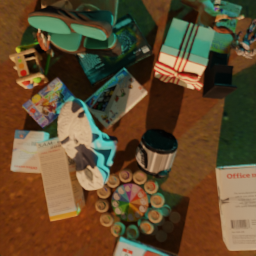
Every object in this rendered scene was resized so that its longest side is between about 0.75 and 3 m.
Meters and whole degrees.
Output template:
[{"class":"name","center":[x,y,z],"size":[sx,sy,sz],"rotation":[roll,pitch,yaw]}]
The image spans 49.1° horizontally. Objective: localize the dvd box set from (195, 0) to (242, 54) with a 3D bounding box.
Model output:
[{"class":"dvd box set","center":[3.188,-3.700,10.264],"size":[1.451,0.292,1.984],"rotation":[16,84,2]}]

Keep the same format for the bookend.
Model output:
[{"class":"bookend","center":[3.082,-1.901,9.434],"size":[0.723,1.560,1.570],"rotation":[5,83,2]}]

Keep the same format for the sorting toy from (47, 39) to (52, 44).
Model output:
[{"class":"sorting toy","center":[-2.648,-3.238,10.176],"size":[0.819,0.395,0.139],"rotation":[13,50,4]}]

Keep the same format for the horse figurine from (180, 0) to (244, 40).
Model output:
[{"class":"horse figurine","center":[2.943,-4.061,9.757],"size":[1.585,0.597,2.392],"rotation":[-12,62,-7]}]

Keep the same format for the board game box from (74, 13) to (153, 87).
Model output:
[{"class":"board game box","center":[-0.620,-2.828,10.137],"size":[2.524,0.355,1.707],"rotation":[-29,85,-3]}]

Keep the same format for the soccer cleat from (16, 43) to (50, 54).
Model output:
[{"class":"soccer cleat","center":[-3.430,-2.885,10.182],"size":[1.255,0.406,0.525],"rotation":[-3,43,9]}]

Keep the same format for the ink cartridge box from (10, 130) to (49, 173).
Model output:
[{"class":"ink cartridge box","center":[-3.361,0.822,9.620],"size":[1.007,0.590,1.394],"rotation":[5,82,1]}]

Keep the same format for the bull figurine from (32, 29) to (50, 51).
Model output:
[{"class":"bull figurine","center":[-2.987,-3.111,9.667],"size":[0.333,0.621,1.023],"rotation":[-17,56,-35]}]

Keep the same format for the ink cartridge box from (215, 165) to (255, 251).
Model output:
[{"class":"ink cartridge box","center":[3.952,2.472,9.080],"size":[1.844,1.070,2.555],"rotation":[-5,85,9]}]

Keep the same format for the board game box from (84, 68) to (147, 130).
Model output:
[{"class":"board game box","center":[-0.438,-1.026,9.804],"size":[1.922,0.333,1.213],"rotation":[-42,80,-6]}]

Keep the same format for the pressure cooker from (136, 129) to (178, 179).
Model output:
[{"class":"pressure cooker","center":[0.908,0.899,9.118],"size":[1.248,1.229,1.397],"rotation":[21,127,13]}]

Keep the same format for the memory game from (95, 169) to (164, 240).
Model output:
[{"class":"memory game","center":[0.041,2.546,9.426],"size":[2.376,0.151,2.376],"rotation":[-1,83,9]}]

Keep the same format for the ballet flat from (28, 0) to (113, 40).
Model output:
[{"class":"ballet flat","center":[-1.726,-3.410,8.745],"size":[2.851,0.969,0.975],"rotation":[16,77,14]}]

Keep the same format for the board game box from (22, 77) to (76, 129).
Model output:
[{"class":"board game box","center":[-2.688,-0.861,9.679],"size":[1.540,0.265,1.042],"rotation":[-42,103,-15]}]

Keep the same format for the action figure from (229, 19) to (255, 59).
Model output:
[{"class":"action figure","center":[4.164,-3.051,9.786],"size":[1.025,0.546,1.575],"rotation":[40,65,-5]}]

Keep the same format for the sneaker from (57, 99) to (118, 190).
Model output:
[{"class":"sneaker","center":[-1.124,0.304,8.726],"size":[1.114,1.815,2.790],"rotation":[-17,104,19]}]

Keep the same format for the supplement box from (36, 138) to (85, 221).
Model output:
[{"class":"supplement box","center":[-2.120,1.575,9.072],"size":[0.885,1.517,2.408],"rotation":[-12,85,0]}]

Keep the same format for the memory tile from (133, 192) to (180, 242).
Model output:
[{"class":"memory tile","center":[0.896,3.052,9.609],"size":[1.536,0.129,1.177],"rotation":[36,84,3]}]

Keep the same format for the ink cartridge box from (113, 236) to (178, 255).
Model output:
[{"class":"ink cartridge box","center":[0.308,5.194,9.121],"size":[2.168,0.670,2.673],"rotation":[17,82,2]}]

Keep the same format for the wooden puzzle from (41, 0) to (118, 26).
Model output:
[{"class":"wooden puzzle","center":[-1.538,-4.640,9.000],"size":[2.562,2.370,0.477],"rotation":[12,44,1]}]

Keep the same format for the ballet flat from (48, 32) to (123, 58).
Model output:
[{"class":"ballet flat","center":[-1.404,-2.767,9.384],"size":[2.725,0.932,0.927],"rotation":[17,85,23]}]

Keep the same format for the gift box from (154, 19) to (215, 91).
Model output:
[{"class":"gift box","center":[1.879,-2.279,9.437],"size":[1.678,1.818,1.698],"rotation":[17,68,9]}]

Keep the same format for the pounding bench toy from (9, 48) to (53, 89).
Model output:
[{"class":"pounding bench toy","center":[-3.178,-2.075,9.794],"size":[1.405,0.873,1.096],"rotation":[-18,84,-2]}]
